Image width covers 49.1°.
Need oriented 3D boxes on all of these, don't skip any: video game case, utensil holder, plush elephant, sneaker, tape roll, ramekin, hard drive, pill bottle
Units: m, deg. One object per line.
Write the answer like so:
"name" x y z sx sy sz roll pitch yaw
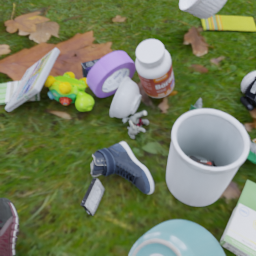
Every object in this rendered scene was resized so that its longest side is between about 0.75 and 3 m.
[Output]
"video game case" -3.331 -1.672 9.776 1.906 0.231 2.094 -22 41 36
"utensil holder" 1.942 0.871 7.476 1.836 2.160 1.836 0 52 0
"plush elephant" 0.271 -0.063 9.189 0.908 0.748 0.703 -6 58 -1
"sneaker" -0.261 1.267 7.866 1.377 0.724 1.905 -13 46 -34
"tape roll" -0.586 -1.860 9.883 1.748 1.748 0.574 -31 73 -22
"ramekin" 2.542 -4.425 8.950 0.893 1.833 1.833 22 49 -20
"sneaker" -3.073 2.573 6.284 0.719 1.098 1.900 -11 78 18
"hard drive" -0.957 1.889 7.697 0.161 0.594 0.850 2 48 26
"pill bottle" 0.879 -1.917 9.244 1.147 2.045 1.147 -5 68 13
"sneaker" 2.247 1.081 7.961 0.492 0.523 1.277 -4 32 -40

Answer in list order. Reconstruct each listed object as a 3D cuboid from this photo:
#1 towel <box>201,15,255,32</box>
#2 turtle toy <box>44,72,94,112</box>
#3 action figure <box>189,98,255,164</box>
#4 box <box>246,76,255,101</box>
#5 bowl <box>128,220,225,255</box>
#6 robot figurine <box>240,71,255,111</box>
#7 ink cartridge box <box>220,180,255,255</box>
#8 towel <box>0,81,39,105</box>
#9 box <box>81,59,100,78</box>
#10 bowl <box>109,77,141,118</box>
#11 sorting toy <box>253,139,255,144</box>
"towel" 4.770 -4.959 13.395 2.498 0.226 1.075 3 57 1
"turtle toy" -2.019 -1.244 9.876 1.935 0.978 1.410 25 28 23
"action figure" 3.222 0.258 8.533 2.995 1.769 0.819 40 97 15
"box" 3.976 -0.850 7.471 1.264 0.659 0.935 23 16 2
"bowl" 0.827 3.026 5.784 2.256 1.180 2.256 -14 63 29
"robot figurine" 4.790 -1.264 9.943 1.248 1.037 1.661 -18 54 -18
"ink cartridge box" 3.602 2.477 7.317 1.633 0.538 2.244 27 58 20
"towel" -4.088 -1.342 10.545 1.527 0.234 1.139 -8 50 -4
"box" -1.342 -2.239 10.798 0.823 0.609 0.430 -20 49 -18
"bowl" 0.002 -0.902 9.400 0.670 1.490 1.490 24 55 8
"sorting toy" 4.488 0.626 9.004 0.654 0.130 0.885 -22 54 -17
